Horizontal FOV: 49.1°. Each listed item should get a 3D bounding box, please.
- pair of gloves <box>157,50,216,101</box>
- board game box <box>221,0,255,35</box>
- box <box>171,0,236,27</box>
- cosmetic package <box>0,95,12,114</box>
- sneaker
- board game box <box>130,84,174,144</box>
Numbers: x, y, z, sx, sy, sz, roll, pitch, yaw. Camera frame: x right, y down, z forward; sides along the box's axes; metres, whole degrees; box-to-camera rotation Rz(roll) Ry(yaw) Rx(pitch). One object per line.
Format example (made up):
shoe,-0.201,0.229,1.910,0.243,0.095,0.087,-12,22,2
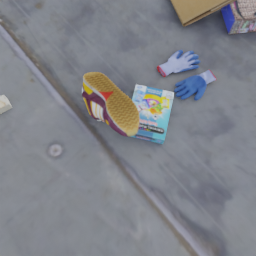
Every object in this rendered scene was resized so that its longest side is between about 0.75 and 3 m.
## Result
pair of gloves,1.863,-1.666,8.820,1.439,0.204,1.790,-28,70,-9
board game box,4.025,-3.877,9.418,1.405,0.680,1.120,-7,69,-2
box,2.341,-4.807,9.622,1.895,0.247,2.318,-25,66,14
cosmetic package,-3.933,-0.618,8.357,0.763,0.279,0.395,-32,72,-11
sneaker,-0.510,-0.493,7.773,0.896,1.077,2.390,-18,55,-28
board game box,0.621,-0.424,8.233,1.176,0.365,1.557,12,69,5
